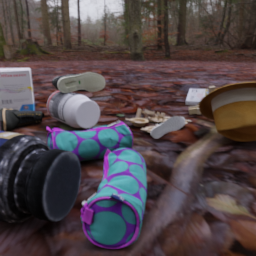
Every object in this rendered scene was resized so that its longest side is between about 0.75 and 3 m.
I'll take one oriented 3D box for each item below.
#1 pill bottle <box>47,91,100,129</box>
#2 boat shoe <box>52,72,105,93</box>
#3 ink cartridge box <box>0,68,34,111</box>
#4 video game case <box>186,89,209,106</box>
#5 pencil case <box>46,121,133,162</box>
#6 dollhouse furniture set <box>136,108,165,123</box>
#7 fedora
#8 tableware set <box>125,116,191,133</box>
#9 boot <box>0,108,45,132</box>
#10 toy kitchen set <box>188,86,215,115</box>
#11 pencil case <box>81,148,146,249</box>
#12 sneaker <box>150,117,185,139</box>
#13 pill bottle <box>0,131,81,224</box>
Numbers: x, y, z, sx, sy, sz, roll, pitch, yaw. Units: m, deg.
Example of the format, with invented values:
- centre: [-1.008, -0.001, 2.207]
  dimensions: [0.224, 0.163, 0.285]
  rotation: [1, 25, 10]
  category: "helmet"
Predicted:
- centre: [-1.979, -0.656, 10.092]
  dimensions: [1.182, 1.182, 2.041]
  rotation: [-14, 22, -38]
  category: "pill bottle"
- centre: [-1.813, -1.724, 10.554]
  dimensions: [2.093, 0.752, 0.708]
  rotation: [-11, 18, -38]
  category: "boat shoe"
- centre: [-4.843, -1.619, 12.119]
  dimensions: [1.358, 1.845, 1.334]
  rotation: [-5, 18, -16]
  category: "ink cartridge box"
- centre: [4.146, -1.547, 14.262]
  dimensions: [2.195, 0.276, 2.412]
  rotation: [5, 22, 15]
  category: "video game case"
- centre: [-0.980, 0.352, 7.164]
  dimensions: [2.080, 0.961, 0.885]
  rotation: [-8, 18, -22]
  category: "pencil case"
- centre: [0.860, -0.388, 10.656]
  dimensions: [1.026, 0.454, 0.532]
  rotation: [11, -6, 14]
  category: "dollhouse furniture set"
- centre: [3.466, -0.311, 8.236]
  dimensions: [2.732, 1.114, 2.732]
  rotation: [7, -24, 3]
  category: "fedora"
- centre: [1.052, -0.190, 10.105]
  dimensions: [2.141, 0.248, 1.788]
  rotation: [-13, 21, -41]
  category: "tableware set"
- centre: [-3.709, -0.340, 9.923]
  dimensions: [1.398, 0.783, 2.021]
  rotation: [1, 17, -15]
  category: "boot"
- centre: [3.127, -1.184, 11.912]
  dimensions: [1.154, 1.041, 0.942]
  rotation: [-7, 12, 14]
  category: "toy kitchen set"
- centre: [-0.168, 1.071, 4.902]
  dimensions: [0.955, 0.879, 2.066]
  rotation: [28, 17, -3]
  category: "pencil case"
- centre: [1.201, -0.043, 8.623]
  dimensions: [1.137, 0.434, 0.458]
  rotation: [-23, 0, 2]
  category: "sneaker"
- centre: [-2.245, 0.789, 4.855]
  dimensions: [2.640, 1.476, 1.476]
  rotation: [6, 18, 18]
  category: "pill bottle"
